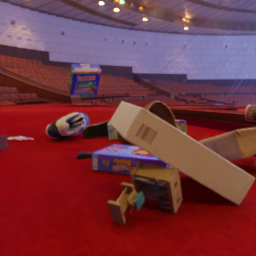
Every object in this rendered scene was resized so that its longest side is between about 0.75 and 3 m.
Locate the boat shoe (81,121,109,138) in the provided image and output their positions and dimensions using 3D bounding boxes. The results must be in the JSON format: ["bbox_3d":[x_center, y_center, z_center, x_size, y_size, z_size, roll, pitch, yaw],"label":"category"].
[{"bbox_3d":[-1.474,0.061,14.652,2.104,0.796,0.777,-5,4,-34],"label":"boat shoe"}]

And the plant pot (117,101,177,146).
[{"bbox_3d":[0.577,0.105,11.201,2.048,1.908,1.908,-15,-4,41],"label":"plant pot"}]

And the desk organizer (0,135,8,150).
[{"bbox_3d":[-5.368,0.648,11.063,0.511,0.549,1.425,1,8,7],"label":"desk organizer"}]

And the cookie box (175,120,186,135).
[{"bbox_3d":[2.360,0.076,14.046,1.052,0.900,0.395,0,4,1],"label":"cookie box"}]

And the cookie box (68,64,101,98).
[{"bbox_3d":[-1.483,-1.574,9.444,0.958,1.120,0.421,-6,49,-23],"label":"cookie box"}]

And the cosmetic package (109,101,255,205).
[{"bbox_3d":[1.074,0.463,6.513,2.912,0.752,2.196,31,0,-15],"label":"cosmetic package"}]

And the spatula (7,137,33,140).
[{"bbox_3d":[-5.289,0.537,13.733,1.183,0.095,0.822,7,5,37],"label":"spatula"}]

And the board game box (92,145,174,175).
[{"bbox_3d":[0.270,0.979,8.673,2.334,0.523,1.569,3,8,24],"label":"board game box"}]

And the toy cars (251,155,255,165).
[{"bbox_3d":[4.002,0.871,8.782,0.481,0.975,2.174,-39,10,9],"label":"toy cars"}]

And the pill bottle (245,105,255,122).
[{"bbox_3d":[10.030,-1.027,20.785,1.274,1.274,2.301,-7,10,-41],"label":"pill bottle"}]

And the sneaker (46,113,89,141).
[{"bbox_3d":[-2.509,-0.231,13.902,2.024,1.114,2.764,-15,6,43],"label":"sneaker"}]

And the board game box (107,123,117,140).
[{"bbox_3d":[-0.205,0.092,13.759,1.520,0.797,0.783,-5,7,1],"label":"board game box"}]

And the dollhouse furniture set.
[{"bbox_3d":[0.374,1.392,5.303,0.866,0.861,1.228,6,34,31],"label":"dollhouse furniture set"}]

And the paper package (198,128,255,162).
[{"bbox_3d":[3.067,0.603,8.651,1.509,0.819,1.583,-6,-12,-41],"label":"paper package"}]

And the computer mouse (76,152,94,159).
[{"bbox_3d":[-1.485,0.954,10.054,0.812,0.214,0.563,-6,10,-37],"label":"computer mouse"}]
